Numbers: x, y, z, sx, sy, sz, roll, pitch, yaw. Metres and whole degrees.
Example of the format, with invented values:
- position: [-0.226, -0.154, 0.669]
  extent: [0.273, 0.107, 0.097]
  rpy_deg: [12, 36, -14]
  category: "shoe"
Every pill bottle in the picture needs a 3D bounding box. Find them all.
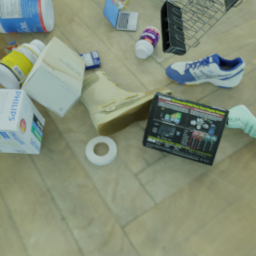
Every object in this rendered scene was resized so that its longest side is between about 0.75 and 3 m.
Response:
- position: [0.776, -3.459, 11.443]
  extent: [0.757, 0.757, 1.347]
  rpy_deg: [18, 58, 12]
  category: "pill bottle"
- position: [-4.804, -4.898, 11.872]
  extent: [2.969, 1.666, 1.666]
  rpy_deg: [-2, 56, -1]
  category: "pill bottle"
- position: [-3.927, -2.400, 10.517]
  extent: [1.133, 1.133, 2.015]
  rpy_deg: [27, 57, 17]
  category: "pill bottle"

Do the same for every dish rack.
- position: [2.111, -3.702, 8.261]
  extent: [0.797, 2.921, 2.241]
  rpy_deg: [15, 58, -26]
  category: "dish rack"

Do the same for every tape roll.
- position: [-0.864, 0.725, 8.998]
  extent: [1.001, 0.183, 1.001]
  rpy_deg: [0, 56, -1]
  category: "tape roll"

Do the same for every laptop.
- position: [-0.294, -5.105, 12.498]
  extent: [1.438, 0.834, 1.347]
  rpy_deg: [5, 57, 3]
  category: "laptop"

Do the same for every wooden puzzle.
- position: [-4.723, -3.246, 11.679]
  extent: [0.761, 0.132, 1.129]
  rpy_deg: [-38, 64, -23]
  category: "wooden puzzle"

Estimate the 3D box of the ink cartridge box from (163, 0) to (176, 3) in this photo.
- position: [1.922, -6.916, 13.635]
  extent: [0.934, 0.938, 1.279]
  rpy_deg: [-31, 62, -19]
  category: "ink cartridge box"

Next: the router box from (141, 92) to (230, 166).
- position: [1.705, -0.010, 8.591]
  extent: [2.288, 1.715, 0.711]
  rpy_deg: [16, 13, 10]
  category: "router box"

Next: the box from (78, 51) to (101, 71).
- position: [-1.790, -2.641, 11.220]
  extent: [1.315, 0.213, 0.797]
  rpy_deg: [-12, 57, -10]
  category: "box"

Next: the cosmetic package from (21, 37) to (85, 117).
- position: [-2.315, -1.778, 9.205]
  extent: [1.037, 1.469, 2.837]
  rpy_deg: [-44, 28, 21]
  category: "cosmetic package"

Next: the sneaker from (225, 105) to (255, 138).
- position: [3.809, 0.026, 9.171]
  extent: [1.039, 0.648, 1.761]
  rpy_deg: [-17, 48, -18]
  category: "sneaker"

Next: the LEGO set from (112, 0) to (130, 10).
- position: [-0.403, -6.632, 13.518]
  extent: [1.015, 0.821, 2.206]
  rpy_deg: [-3, 56, -2]
  category: "LEGO set"

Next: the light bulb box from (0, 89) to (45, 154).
- position: [-3.861, -0.142, 8.367]
  extent: [2.080, 2.062, 1.298]
  rpy_deg: [3, 68, 1]
  category: "light bulb box"

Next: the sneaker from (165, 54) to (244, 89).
- position: [2.823, -2.271, 10.366]
  extent: [2.826, 1.246, 1.064]
  rpy_deg: [3, 58, 3]
  category: "sneaker"

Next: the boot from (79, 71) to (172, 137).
- position: [-0.192, -1.172, 9.786]
  extent: [2.951, 1.074, 2.293]
  rpy_deg: [-26, 57, -16]
  category: "boot"
